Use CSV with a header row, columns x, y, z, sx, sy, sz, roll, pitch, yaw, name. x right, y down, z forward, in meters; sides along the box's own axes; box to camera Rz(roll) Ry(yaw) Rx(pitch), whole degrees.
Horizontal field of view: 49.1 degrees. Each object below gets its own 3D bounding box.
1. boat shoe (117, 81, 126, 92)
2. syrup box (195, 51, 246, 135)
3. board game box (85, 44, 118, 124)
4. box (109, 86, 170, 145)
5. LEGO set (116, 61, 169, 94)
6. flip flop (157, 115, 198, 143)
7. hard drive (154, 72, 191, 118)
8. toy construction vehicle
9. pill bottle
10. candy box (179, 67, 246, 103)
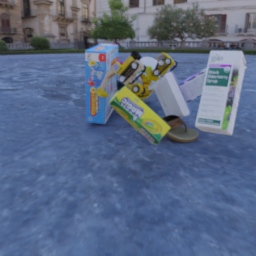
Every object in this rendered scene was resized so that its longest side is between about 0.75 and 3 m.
x,y,z,sx,sy,sz,roll,pitch,yaw,name
-0.774,-2.153,13.712,1.451,0.452,0.541,21,70,28,boat shoe
2.674,-0.998,8.048,0.891,2.262,0.921,10,-5,31,syrup box
-1.052,-1.963,11.781,0.795,2.784,2.843,5,21,6,board game box
0.201,-0.349,7.295,1.505,0.621,2.566,42,3,-6,box
0.546,-2.007,11.646,2.287,0.872,0.939,5,58,-11,LEGO set
1.413,-0.175,9.575,2.215,0.638,0.898,26,30,0,flip flop
1.577,-1.065,10.451,0.300,1.559,2.363,-24,-1,-5,hard drive
0.271,-1.927,10.257,2.180,2.504,0.882,-4,56,-54,toy construction vehicle
0.703,-2.367,13.849,1.532,1.532,2.681,-3,-10,-8,pill bottle
2.964,-1.800,10.000,2.085,0.746,1.749,-27,5,35,candy box
